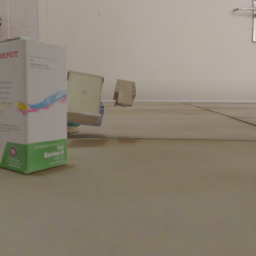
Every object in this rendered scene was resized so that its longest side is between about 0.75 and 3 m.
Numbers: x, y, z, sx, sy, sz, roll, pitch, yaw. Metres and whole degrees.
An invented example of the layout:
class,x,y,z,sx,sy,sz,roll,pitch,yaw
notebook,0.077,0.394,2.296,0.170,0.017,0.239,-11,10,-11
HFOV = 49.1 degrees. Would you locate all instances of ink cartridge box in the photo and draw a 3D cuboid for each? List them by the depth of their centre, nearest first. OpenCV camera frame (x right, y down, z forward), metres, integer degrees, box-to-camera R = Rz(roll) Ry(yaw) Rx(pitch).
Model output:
class,x,y,z,sx,sy,sz,roll,pitch,yaw
ink cartridge box,-1.644,-0.357,4.312,1.324,1.822,0.797,5,9,36

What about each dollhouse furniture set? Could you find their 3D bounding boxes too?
class,x,y,z,sx,sy,sz,roll,pitch,yaw
dollhouse furniture set,-0.888,-0.197,6.809,1.760,1.216,1.864,9,-37,-10

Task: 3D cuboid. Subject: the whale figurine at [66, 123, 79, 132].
class,x,y,z,sx,sy,sz,roll,pitch,yaw
whale figurine,-1.888,-0.206,8.106,1.059,0.550,0.843,13,11,34
